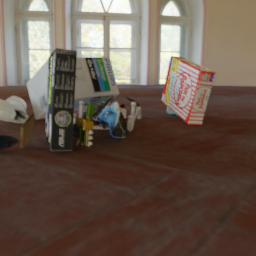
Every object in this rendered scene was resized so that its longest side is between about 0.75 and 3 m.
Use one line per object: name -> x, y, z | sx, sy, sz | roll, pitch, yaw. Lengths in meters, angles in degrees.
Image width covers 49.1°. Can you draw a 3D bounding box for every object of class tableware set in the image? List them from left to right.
tableware set -> -1.134, -0.100, 7.132 | 0.258, 1.134, 1.683 | 5, -3, -16

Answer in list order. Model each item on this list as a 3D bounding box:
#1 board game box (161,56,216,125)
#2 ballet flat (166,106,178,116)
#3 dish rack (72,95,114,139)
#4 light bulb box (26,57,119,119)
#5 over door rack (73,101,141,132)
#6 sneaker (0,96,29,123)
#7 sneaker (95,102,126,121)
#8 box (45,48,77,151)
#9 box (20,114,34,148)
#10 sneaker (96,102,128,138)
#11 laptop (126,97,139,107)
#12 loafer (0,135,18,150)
board game box -> 2.347, -1.631, 11.507 | 0.642, 2.099, 2.771 | 1, 23, -18
ballet flat -> 2.397, -0.869, 13.017 | 0.685, 0.648, 2.033 | -4, 11, -22
dish rack -> -1.118, -0.426, 8.599 | 0.443, 1.623, 1.245 | 41, 35, -4
light bulb box -> -2.357, -1.664, 11.806 | 2.765, 1.725, 2.741 | -12, -5, -38
over door rack -> -0.708, -0.599, 10.743 | 2.152, 0.970, 2.913 | 2, 13, 8
sneaker -> -4.578, -0.609, 11.445 | 1.273, 1.082, 2.876 | 21, 6, -2
sneaker -> -0.815, -0.719, 11.956 | 0.662, 0.770, 1.819 | 16, 19, 41
box -> -1.864, -0.760, 7.560 | 0.542, 2.450, 1.963 | 2, 8, -20
box -> -2.707, 0.083, 7.508 | 0.080, 0.752, 0.615 | 17, 38, -1
sneaker -> -0.547, -0.140, 8.912 | 0.881, 0.768, 1.959 | -20, 23, 1
laptop -> 0.226, -0.980, 12.568 | 0.429, 0.830, 0.736 | -15, 22, -7
loafer -> -3.373, 0.401, 7.227 | 1.191, 0.434, 0.431 | 0, -4, 28
